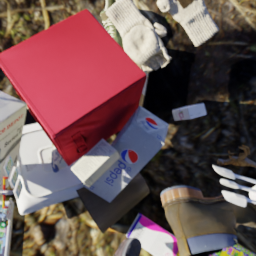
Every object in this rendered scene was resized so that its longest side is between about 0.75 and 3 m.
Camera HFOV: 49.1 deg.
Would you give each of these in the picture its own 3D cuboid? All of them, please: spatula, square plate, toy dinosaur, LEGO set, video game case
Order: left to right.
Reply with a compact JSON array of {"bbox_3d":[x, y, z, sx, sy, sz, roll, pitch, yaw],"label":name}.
[{"bbox_3d":[-4.747,3.431,9.098,1.853,0.234,2.034,1,78,0],"label":"video game case"},{"bbox_3d":[-2.317,1.293,5.596,0.315,0.960,1.285,-4,34,-1],"label":"LEGO set"},{"bbox_3d":[-2.446,1.047,9.178,2.782,0.399,2.809,-15,79,-17],"label":"square plate"},{"bbox_3d":[3.920,1.115,9.502,1.799,0.543,0.956,10,103,7],"label":"toy dinosaur"},{"bbox_3d":[2.197,1.156,5.171,1.252,0.870,0.101,18,119,-14],"label":"spatula"}]

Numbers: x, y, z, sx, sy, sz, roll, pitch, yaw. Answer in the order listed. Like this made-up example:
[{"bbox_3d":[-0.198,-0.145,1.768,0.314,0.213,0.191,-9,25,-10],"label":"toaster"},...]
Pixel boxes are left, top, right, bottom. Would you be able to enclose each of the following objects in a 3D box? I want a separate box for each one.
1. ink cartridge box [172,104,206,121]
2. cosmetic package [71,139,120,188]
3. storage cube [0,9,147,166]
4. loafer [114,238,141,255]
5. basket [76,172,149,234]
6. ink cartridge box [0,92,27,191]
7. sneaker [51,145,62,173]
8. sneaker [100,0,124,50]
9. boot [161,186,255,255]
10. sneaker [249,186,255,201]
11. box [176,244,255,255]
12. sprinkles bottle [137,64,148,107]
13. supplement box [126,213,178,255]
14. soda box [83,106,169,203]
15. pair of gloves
[{"bbox_3d":[1.675,-0.429,7.719,0.563,0.778,0.329,-16,95,-23],"label":"ink cartridge box"},{"bbox_3d":[-0.723,0.779,6.251,0.987,0.361,0.511,-42,56,-15],"label":"cosmetic package"},{"bbox_3d":[-1.233,-0.858,6.823,2.376,2.260,2.643,-36,74,-16],"label":"storage cube"},{"bbox_3d":[-0.259,3.680,7.217,0.643,0.564,1.789,47,55,-16],"label":"loafer"},{"bbox_3d":[-0.394,2.127,8.825,1.905,1.296,1.718,-31,117,-12],"label":"basket"},{"bbox_3d":[-3.653,0.651,6.932,1.143,1.984,2.719,23,120,1],"label":"ink cartridge box"},{"bbox_3d":[-2.152,0.800,8.867,0.538,0.459,1.221,2,76,-14],"label":"sneaker"},{"bbox_3d":[-0.614,-3.703,9.977,0.809,1.083,2.413,-4,71,39],"label":"sneaker"},{"bbox_3d":[2.121,2.385,6.667,2.999,1.120,1.454,15,47,-25],"label":"boot"},{"bbox_3d":[3.406,1.629,6.382,1.033,2.074,0.777,-14,83,12],"label":"sneaker"},{"bbox_3d":[2.539,4.129,8.067,2.069,1.262,1.993,34,79,-18],"label":"box"},{"bbox_3d":[0.230,-1.845,9.771,0.977,0.977,2.864,10,79,2],"label":"sprinkles bottle"},{"bbox_3d":[0.810,3.467,8.790,1.570,0.812,0.795,32,79,7],"label":"supplement box"},{"bbox_3d":[-0.111,0.763,7.206,0.919,2.691,0.854,33,35,-6],"label":"soda box"},{"bbox_3d":[1.006,-3.121,8.196,2.763,0.484,2.349,-29,100,5],"label":"pair of gloves"}]
